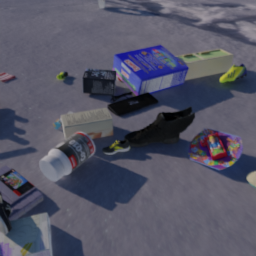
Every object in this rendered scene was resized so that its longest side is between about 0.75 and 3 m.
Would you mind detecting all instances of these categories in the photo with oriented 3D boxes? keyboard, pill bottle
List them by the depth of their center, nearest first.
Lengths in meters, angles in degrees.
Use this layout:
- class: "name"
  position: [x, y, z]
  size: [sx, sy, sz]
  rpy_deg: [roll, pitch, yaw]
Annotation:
- class: "pill bottle"
  position: [-1.822, 0.856, 8.491]
  size: [0.902, 0.902, 1.583]
  rpy_deg: [21, 40, 27]
- class: "keyboard"
  position: [0.089, -1.127, 12.024]
  size: [2.161, 0.223, 1.373]
  rpy_deg: [-19, 45, -27]

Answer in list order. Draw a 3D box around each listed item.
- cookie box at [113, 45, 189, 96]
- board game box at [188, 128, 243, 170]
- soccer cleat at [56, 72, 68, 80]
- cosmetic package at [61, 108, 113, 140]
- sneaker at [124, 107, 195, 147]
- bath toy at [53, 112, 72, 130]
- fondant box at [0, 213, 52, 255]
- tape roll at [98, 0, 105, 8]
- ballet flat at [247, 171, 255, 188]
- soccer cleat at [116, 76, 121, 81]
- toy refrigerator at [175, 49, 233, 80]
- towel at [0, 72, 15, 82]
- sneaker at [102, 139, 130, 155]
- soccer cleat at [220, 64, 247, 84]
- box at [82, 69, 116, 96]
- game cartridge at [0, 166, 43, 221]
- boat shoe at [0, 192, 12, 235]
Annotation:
- class: "cookie box"
  position: [1.023, -2.802, 13.402]
  size: [2.763, 1.038, 2.364]
  rpy_deg: [-19, 50, -26]
- class: "board game box"
  position: [2.669, 0.556, 8.800]
  size: [1.688, 0.329, 1.334]
  rpy_deg: [18, 63, 42]
- class: "soccer cleat"
  position: [-3.379, -2.623, 14.140]
  size: [0.367, 0.284, 0.877]
  rpy_deg: [6, 27, 21]
- class: "cosmetic package"
  position: [-1.467, -0.094, 10.027]
  size: [1.713, 0.747, 0.885]
  rpy_deg: [-9, 36, -14]
- class: "sneaker"
  position: [1.030, -0.051, 9.518]
  size: [2.342, 1.221, 0.703]
  rpy_deg: [-3, 37, -4]
- class: "bath toy"
  position: [-2.442, -0.290, 10.683]
  size: [0.402, 0.342, 0.925]
  rpy_deg: [19, 40, 25]
- class: "fondant box"
  position: [-2.498, 2.604, 6.367]
  size: [1.419, 0.413, 1.024]
  rpy_deg: [-11, 36, -13]
- class: "tape roll"
  position: [-2.687, -13.174, 27.584]
  size: [0.474, 2.595, 2.595]
  rpy_deg: [-3, 34, 2]
- class: "ballet flat"
  position: [4.561, 1.580, 7.490]
  size: [2.571, 0.893, 0.893]
  rpy_deg: [23, 40, 30]
- class: "soccer cleat"
  position: [-0.230, -2.826, 14.312]
  size: [0.571, 0.460, 1.340]
  rpy_deg: [25, 46, 26]
- class: "toy refrigerator"
  position: [3.917, -3.388, 14.608]
  size: [2.928, 1.025, 1.112]
  rpy_deg: [-14, 37, -19]
- class: "towel"
  position: [-6.371, -2.608, 14.278]
  size: [1.027, 0.117, 0.740]
  rpy_deg: [21, 39, 27]
- class: "sneaker"
  position: [-0.410, 0.595, 9.319]
  size: [0.956, 0.405, 0.356]
  rpy_deg: [-12, 35, -16]
- class: "soccer cleat"
  position: [5.053, -2.647, 13.615]
  size: [1.815, 0.759, 0.587]
  rpy_deg: [-22, 9, -27]
- class: "box"
  position: [-1.297, -2.120, 12.874]
  size: [1.465, 0.784, 1.087]
  rpy_deg: [3, 35, -2]
- class: "game cartridge"
  position: [-3.348, 1.762, 7.707]
  size: [1.853, 0.356, 1.201]
  rpy_deg: [25, 46, 32]
- class: "boat shoe"
  position: [-3.026, 1.910, 6.637]
  size: [0.448, 0.549, 1.485]
  rpy_deg: [-16, 31, -39]
